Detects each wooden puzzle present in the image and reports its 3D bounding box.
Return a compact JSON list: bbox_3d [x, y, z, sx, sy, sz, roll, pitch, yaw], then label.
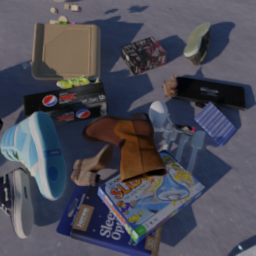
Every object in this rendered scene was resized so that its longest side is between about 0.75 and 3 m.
[{"bbox_3d":[-2.595,-3.230,11.993,2.774,0.517,2.566,1,77,-7],"label":"wooden puzzle"}]

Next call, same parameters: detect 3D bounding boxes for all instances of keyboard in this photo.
[{"bbox_3d":[3.184,-1.204,11.160,2.875,0.369,1.726,10,50,8],"label":"keyboard"}]

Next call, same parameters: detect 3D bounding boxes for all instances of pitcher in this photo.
[{"bbox_3d":[1.244,-0.380,10.430,0.968,0.684,1.128,8,64,1],"label":"pitcher"}]

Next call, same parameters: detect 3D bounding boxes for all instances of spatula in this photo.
[{"bbox_3d":[1.812,0.791,9.943,1.447,0.167,2.081,18,61,10],"label":"spatula"}]

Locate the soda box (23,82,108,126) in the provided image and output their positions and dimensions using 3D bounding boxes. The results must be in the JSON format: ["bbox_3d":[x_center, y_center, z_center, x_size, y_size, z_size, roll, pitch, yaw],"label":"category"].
[{"bbox_3d":[-2.295,-0.818,10.513,2.992,0.948,1.059,-11,56,-8],"label":"soda box"}]

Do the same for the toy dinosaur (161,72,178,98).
[{"bbox_3d":[1.716,-1.605,10.993,0.748,0.474,1.104,18,82,58],"label":"toy dinosaur"}]

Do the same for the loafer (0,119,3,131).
[{"bbox_3d":[-5.250,-0.919,9.746,2.705,0.852,0.972,56,27,-1],"label":"loafer"}]

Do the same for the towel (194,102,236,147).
[{"bbox_3d":[3.198,-0.136,10.249,1.442,0.172,1.044,46,68,1],"label":"towel"}]

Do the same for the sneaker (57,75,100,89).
[{"bbox_3d":[-1.924,-1.771,11.013,1.739,0.665,0.656,-3,42,-30],"label":"sneaker"}]

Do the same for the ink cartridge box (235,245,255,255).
[{"bbox_3d":[3.549,4.213,7.242,1.641,0.507,2.023,-20,51,-12],"label":"ink cartridge box"}]

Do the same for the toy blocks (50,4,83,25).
[{"bbox_3d":[-2.713,-4.813,13.037,1.480,1.584,1.333,10,14,16],"label":"toy blocks"}]

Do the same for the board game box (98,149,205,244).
[{"bbox_3d":[0.721,1.900,8.439,2.716,0.468,1.839,-26,56,-32],"label":"board game box"}]

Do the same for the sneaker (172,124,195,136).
[{"bbox_3d":[1.996,0.000,10.110,0.839,0.313,0.338,16,48,-4],"label":"sneaker"}]

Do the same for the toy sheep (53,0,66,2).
[{"bbox_3d":[-3.610,-7.489,14.666,1.603,1.603,2.325,2,49,1],"label":"toy sheep"}]

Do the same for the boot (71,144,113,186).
[{"bbox_3d":[-1.191,1.124,8.825,1.094,0.525,1.496,4,57,39],"label":"boot"}]

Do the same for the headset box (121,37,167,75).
[{"bbox_3d":[0.757,-3.209,12.295,1.769,0.664,1.315,-23,59,-15],"label":"headset box"}]

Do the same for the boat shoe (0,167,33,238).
[{"bbox_3d":[-3.586,2.369,8.565,1.034,0.833,2.230,-19,53,0],"label":"boat shoe"}]

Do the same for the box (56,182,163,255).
[{"bbox_3d":[-0.454,2.612,8.243,2.943,0.477,1.783,13,47,5],"label":"box"}]

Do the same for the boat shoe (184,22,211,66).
[{"bbox_3d":[3.232,-3.821,12.673,0.930,0.786,2.609,-10,40,44],"label":"boat shoe"}]

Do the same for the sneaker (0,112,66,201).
[{"bbox_3d":[-3.209,1.086,9.287,1.893,1.153,2.900,-19,75,18],"label":"sneaker"}]

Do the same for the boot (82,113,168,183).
[{"bbox_3d":[-0.240,0.752,9.140,2.547,0.926,2.705,-5,43,-5],"label":"boot"}]

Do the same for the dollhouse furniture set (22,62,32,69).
[{"bbox_3d":[-4.041,-2.613,12.194,0.861,0.562,0.813,11,26,44],"label":"dollhouse furniture set"}]
